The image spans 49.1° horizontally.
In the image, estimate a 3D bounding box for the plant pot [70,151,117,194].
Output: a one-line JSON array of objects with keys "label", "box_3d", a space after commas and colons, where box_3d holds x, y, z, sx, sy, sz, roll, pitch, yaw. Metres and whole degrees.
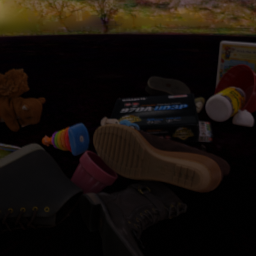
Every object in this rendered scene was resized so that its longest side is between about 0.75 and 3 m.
[{"label": "plant pot", "box_3d": [-0.838, 1.114, 6.278, 0.919, 0.823, 0.919, 40, 5, -4]}]

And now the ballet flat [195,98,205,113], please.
[{"label": "ballet flat", "box_3d": [2.550, -0.771, 11.244, 1.694, 0.599, 0.599, -17, 28, -25]}]

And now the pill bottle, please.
[{"label": "pill bottle", "box_3d": [3.710, -0.936, 10.435, 0.973, 0.973, 1.782, 19, 32, 37]}]

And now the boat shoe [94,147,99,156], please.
[{"label": "boat shoe", "box_3d": [-0.660, 0.689, 7.970, 0.456, 0.400, 1.280, -8, 23, -19]}]

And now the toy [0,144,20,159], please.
[{"label": "toy", "box_3d": [-3.557, 0.613, 7.615, 1.056, 0.433, 1.834, 8, -11, 36]}]

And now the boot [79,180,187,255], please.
[{"label": "boot", "box_3d": [0.339, 1.691, 5.291, 1.978, 0.787, 2.272, -5, 30, -32]}]

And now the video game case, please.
[{"label": "video game case", "box_3d": [5.111, -2.086, 11.557, 2.944, 2.680, 0.337, 20, 34, 38]}]

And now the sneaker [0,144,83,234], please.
[{"label": "sneaker", "box_3d": [-2.302, 1.568, 5.102, 1.589, 1.119, 2.992, 36, 51, 19]}]

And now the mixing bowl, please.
[{"label": "mixing bowl", "box_3d": [4.557, -1.318, 11.101, 1.144, 2.113, 2.113, 15, 17, -23]}]

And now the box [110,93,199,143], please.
[{"label": "box", "box_3d": [0.865, -0.329, 9.334, 2.792, 0.642, 2.219, -3, 31, 10]}]

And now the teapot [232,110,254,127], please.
[{"label": "teapot", "box_3d": [4.142, -0.358, 10.013, 0.759, 0.561, 0.768, 11, 1, 1]}]

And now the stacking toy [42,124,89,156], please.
[{"label": "stacking toy", "box_3d": [-2.005, 0.382, 8.493, 1.488, 0.864, 0.817, -5, 10, 26]}]

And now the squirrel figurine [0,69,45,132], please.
[{"label": "squirrel figurine", "box_3d": [-3.919, -0.929, 9.608, 1.979, 2.120, 1.500, 1, 16, 27]}]

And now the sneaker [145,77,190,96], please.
[{"label": "sneaker", "box_3d": [1.884, -1.843, 13.491, 2.084, 0.780, 1.107, 18, -11, -4]}]

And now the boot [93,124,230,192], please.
[{"label": "boot", "box_3d": [0.862, 0.700, 6.813, 2.934, 1.062, 2.441, 21, 9, 27]}]

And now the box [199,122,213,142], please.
[{"label": "box", "box_3d": [2.499, 0.107, 9.590, 0.689, 0.217, 1.251, 5, 24, 11]}]

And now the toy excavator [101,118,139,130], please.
[{"label": "toy excavator", "box_3d": [-0.227, 0.016, 8.197, 1.079, 0.554, 1.109, -23, 48, 11]}]
